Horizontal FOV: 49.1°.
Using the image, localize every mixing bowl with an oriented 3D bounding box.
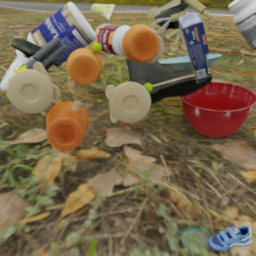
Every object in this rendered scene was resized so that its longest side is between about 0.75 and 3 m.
[{"bbox_3d":[3.158,-0.572,10.200,2.630,1.424,2.630,-2,30,1],"label":"mixing bowl"}]

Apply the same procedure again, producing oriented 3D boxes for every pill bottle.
[{"bbox_3d":[-0.389,-3.599,11.558,1.229,1.229,2.152,-19,29,-30],"label":"pill bottle"},{"bbox_3d":[3.898,-3.280,8.620,0.979,1.690,0.979,-36,12,9],"label":"pill bottle"},{"bbox_3d":[-2.263,-2.691,8.767,2.280,1.320,1.320,-34,29,8],"label":"pill bottle"}]

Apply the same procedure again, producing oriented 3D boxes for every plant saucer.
[{"bbox_3d":[2.274,-2.400,10.545,2.377,0.458,2.377,-6,18,2],"label":"plant saucer"}]

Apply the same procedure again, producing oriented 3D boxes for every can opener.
[{"bbox_3d":[-1.895,-1.507,6.222,0.470,0.375,1.407,7,50,49],"label":"can opener"}]

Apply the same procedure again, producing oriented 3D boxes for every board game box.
[{"bbox_3d":[1.809,-2.383,7.659,0.514,1.666,1.665,-15,40,15],"label":"board game box"}]

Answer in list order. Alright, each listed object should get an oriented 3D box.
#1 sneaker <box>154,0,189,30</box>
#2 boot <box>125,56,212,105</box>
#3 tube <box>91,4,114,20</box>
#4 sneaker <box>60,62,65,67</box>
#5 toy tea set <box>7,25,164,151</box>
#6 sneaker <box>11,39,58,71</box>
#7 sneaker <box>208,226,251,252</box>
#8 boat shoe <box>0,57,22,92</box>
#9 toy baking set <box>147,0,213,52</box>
[{"bbox_3d":[2.115,-4.809,11.965,1.796,0.687,1.029,-36,65,-8],"label":"sneaker"},{"bbox_3d":[1.239,-1.985,9.400,2.731,1.058,1.889,-13,68,5],"label":"boot"},{"bbox_3d":[-0.977,-4.589,10.925,0.393,0.440,1.515,-27,37,-18],"label":"tube"},{"bbox_3d":[-3.099,-3.150,12.712,0.349,0.314,0.848,12,43,-32],"label":"sneaker"},{"bbox_3d":[-0.590,-0.744,5.087,2.837,1.687,1.050,-23,22,1],"label":"toy tea set"},{"bbox_3d":[-2.451,-1.765,7.089,1.237,0.709,0.473,13,37,-53],"label":"sneaker"},{"bbox_3d":[2.182,2.334,5.998,1.002,0.412,0.370,-9,32,-14],"label":"sneaker"},{"bbox_3d":[-3.999,-2.425,10.797,0.918,1.033,2.808,-3,42,21],"label":"boat shoe"},{"bbox_3d":[1.930,-4.190,10.909,2.591,1.989,0.301,49,26,12],"label":"toy baking set"}]
